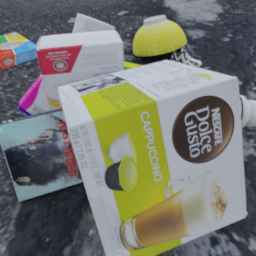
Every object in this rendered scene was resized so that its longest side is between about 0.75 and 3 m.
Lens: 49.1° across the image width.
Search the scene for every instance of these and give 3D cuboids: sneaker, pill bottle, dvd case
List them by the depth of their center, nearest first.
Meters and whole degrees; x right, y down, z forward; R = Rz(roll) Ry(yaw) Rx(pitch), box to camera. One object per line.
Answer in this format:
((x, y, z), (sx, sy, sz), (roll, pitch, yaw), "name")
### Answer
((2.361, -0.394, 6.844), (1.570, 0.871, 0.871), (3, 39, -4), "pill bottle")
((-1.601, 0.517, 7.111), (2.811, 2.052, 0.309), (-15, 19, -18), "dvd case")
((2.589, -3.159, 12.393), (1.371, 0.892, 0.547), (11, 42, 13), "sneaker")

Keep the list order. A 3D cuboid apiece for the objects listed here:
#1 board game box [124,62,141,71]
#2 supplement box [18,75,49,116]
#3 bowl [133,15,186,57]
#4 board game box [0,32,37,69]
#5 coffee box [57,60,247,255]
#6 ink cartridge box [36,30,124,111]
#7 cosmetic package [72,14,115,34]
((0.559, -1.216, 9.145), (2.849, 1.447, 0.678), (12, 25, 1), "board game box")
((-2.567, -1.114, 8.811), (1.728, 0.874, 0.893), (-51, 25, 0), "supplement box")
((1.344, -4.385, 12.994), (2.551, 1.373, 2.551), (-11, 27, 6), "bowl")
((-5.678, -3.766, 13.423), (1.947, 0.513, 2.545), (-31, 48, -32), "board game box")
((0.358, 0.407, 5.814), (2.809, 2.836, 2.840), (-17, 22, -11), "coffee box")
((-1.183, -1.083, 7.810), (2.108, 2.856, 1.223), (-7, 36, -9), "ink cartridge box")
((-1.363, -3.248, 10.234), (1.144, 1.386, 1.143), (9, 22, -31), "cosmetic package")
